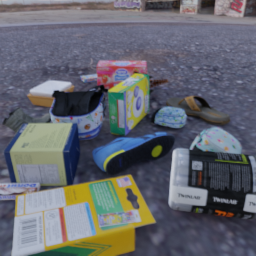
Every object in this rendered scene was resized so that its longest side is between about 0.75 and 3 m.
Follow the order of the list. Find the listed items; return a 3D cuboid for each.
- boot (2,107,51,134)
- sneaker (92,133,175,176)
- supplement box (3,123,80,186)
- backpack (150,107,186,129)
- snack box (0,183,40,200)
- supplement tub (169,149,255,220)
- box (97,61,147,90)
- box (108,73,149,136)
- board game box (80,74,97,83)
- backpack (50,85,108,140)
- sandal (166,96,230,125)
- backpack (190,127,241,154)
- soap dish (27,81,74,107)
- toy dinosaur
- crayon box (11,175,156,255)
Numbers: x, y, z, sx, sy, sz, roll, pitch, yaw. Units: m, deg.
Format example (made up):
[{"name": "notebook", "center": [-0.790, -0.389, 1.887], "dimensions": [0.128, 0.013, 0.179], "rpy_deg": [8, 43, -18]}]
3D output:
[{"name": "boot", "center": [-3.529, -0.326, 10.005], "dimensions": [0.604, 1.165, 1.784], "rpy_deg": [-29, 18, 35]}, {"name": "sneaker", "center": [0.209, 0.579, 8.904], "dimensions": [2.807, 0.925, 1.101], "rpy_deg": [-16, 34, -28]}, {"name": "supplement box", "center": [-2.433, 0.743, 8.328], "dimensions": [1.738, 1.168, 1.739], "rpy_deg": [-1, 27, -1]}, {"name": "backpack", "center": [1.682, -0.409, 11.115], "dimensions": [1.239, 0.952, 1.010], "rpy_deg": [30, 30, 22]}, {"name": "snack box", "center": [-3.150, 1.706, 7.521], "dimensions": [1.431, 0.174, 0.514], "rpy_deg": [-1, 27, -2]}, {"name": "supplement tub", "center": [2.268, 1.342, 6.753], "dimensions": [2.475, 1.516, 1.516], "rpy_deg": [5, 27, 9]}, {"name": "box", "center": [-0.330, -2.900, 15.398], "dimensions": [2.685, 1.338, 1.282], "rpy_deg": [1, 27, 2]}, {"name": "box", "center": [0.182, -1.075, 11.294], "dimensions": [0.722, 1.752, 2.987], "rpy_deg": [8, 27, 20]}, {"name": "board game box", "center": [-2.205, -2.988, 16.849], "dimensions": [1.151, 0.198, 0.779], "rpy_deg": [-12, 29, -23]}, {"name": "backpack", "center": [-1.843, -0.485, 10.218], "dimensions": [2.216, 1.707, 2.111], "rpy_deg": [-6, 24, 7]}, {"name": "sandal", "center": [2.984, -0.916, 12.040], "dimensions": [1.204, 0.804, 2.947], "rpy_deg": [-22, 34, -36]}, {"name": "backpack", "center": [2.586, 0.683, 8.314], "dimensions": [1.386, 1.209, 1.577], "rpy_deg": [32, 26, 9]}, {"name": "soap dish", "center": [-3.676, -1.645, 13.539], "dimensions": [1.494, 0.771, 1.899], "rpy_deg": [8, 28, 15]}, {"name": "toy dinosaur", "center": [0.565, -2.180, 14.052], "dimensions": [2.722, 1.390, 1.847], "rpy_deg": [-31, 9, 1]}, {"name": "crayon box", "center": [-1.010, 2.050, 6.226], "dimensions": [2.797, 0.721, 1.758], "rpy_deg": [-8, 28, -15]}]
